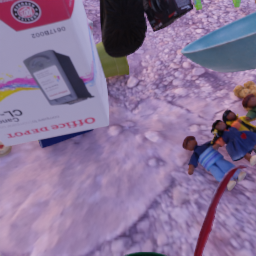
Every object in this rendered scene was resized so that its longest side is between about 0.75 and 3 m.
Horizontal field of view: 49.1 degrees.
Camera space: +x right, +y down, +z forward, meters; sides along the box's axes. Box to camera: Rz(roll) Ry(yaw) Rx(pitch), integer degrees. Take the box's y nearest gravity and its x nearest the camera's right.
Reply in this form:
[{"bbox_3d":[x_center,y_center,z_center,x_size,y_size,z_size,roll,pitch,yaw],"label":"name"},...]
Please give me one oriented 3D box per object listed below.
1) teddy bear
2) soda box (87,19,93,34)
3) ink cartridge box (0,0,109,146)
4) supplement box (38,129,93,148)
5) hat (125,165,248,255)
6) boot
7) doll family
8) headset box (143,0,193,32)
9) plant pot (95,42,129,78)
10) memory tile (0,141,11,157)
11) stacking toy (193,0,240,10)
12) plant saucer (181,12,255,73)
[{"bbox_3d":[3.747,-0.888,8.044,1.098,0.506,1.514,-8,44,-5],"label":"teddy bear"},{"bbox_3d":[-2.021,-4.349,11.612,0.465,0.500,1.466,-28,50,-26],"label":"soda box"},{"bbox_3d":[-1.624,-1.131,4.423,2.153,2.917,1.249,-11,51,4],"label":"ink cartridge box"},{"bbox_3d":[-2.133,-0.994,7.459,1.428,1.437,2.624,-21,48,-21],"label":"supplement box"},{"bbox_3d":[0.301,2.143,3.572,2.211,2.349,2.669,4,44,5],"label":"hat"},{"bbox_3d":[-0.279,-3.144,6.269,1.025,2.723,2.036,-11,63,-8],"label":"boot"},{"bbox_3d":[2.482,0.210,6.550,2.718,1.067,1.571,-30,56,-24],"label":"doll family"},{"bbox_3d":[0.705,-2.947,6.132,0.491,1.309,0.973,-32,10,-28],"label":"headset box"},{"bbox_3d":[-0.838,-2.089,8.848,1.341,1.413,1.413,-24,48,-5],"label":"plant pot"},{"bbox_3d":[-3.905,0.313,7.047,1.840,0.154,1.410,-11,45,-11],"label":"memory tile"},{"bbox_3d":[2.227,-3.875,7.192,1.213,1.609,0.378,-9,2,-6],"label":"stacking toy"},{"bbox_3d":[2.091,-1.360,3.763,2.742,0.493,2.742,-23,15,7],"label":"plant saucer"}]
